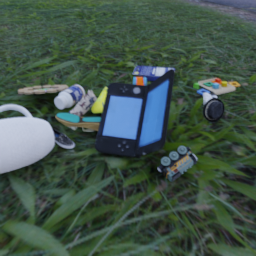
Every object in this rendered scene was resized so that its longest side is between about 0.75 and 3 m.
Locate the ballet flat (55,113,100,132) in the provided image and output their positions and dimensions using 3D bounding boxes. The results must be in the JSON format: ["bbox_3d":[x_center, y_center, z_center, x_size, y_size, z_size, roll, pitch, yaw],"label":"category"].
[{"bbox_3d":[-1.755,-0.132,10.247,1.798,0.567,0.617,7,29,-5],"label":"ballet flat"}]

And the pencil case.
[{"bbox_3d":[-1.752,-0.896,10.993,1.251,0.487,0.559,-47,48,5],"label":"pencil case"}]

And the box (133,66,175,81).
[{"bbox_3d":[1.362,-2.839,14.707,2.110,0.342,1.278,7,34,8],"label":"box"}]

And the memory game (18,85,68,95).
[{"bbox_3d":[-3.816,-1.742,12.602,2.241,0.143,2.241,-3,16,1],"label":"memory game"}]

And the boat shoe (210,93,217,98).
[{"bbox_3d":[3.633,-1.367,12.140,0.303,0.288,0.868,7,-2,3],"label":"boat shoe"}]

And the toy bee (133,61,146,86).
[{"bbox_3d":[0.582,-1.999,12.984,1.214,1.008,1.854,19,65,7],"label":"toy bee"}]

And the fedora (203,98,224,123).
[{"bbox_3d":[3.369,-0.677,10.782,0.964,0.964,0.440,-5,4,-8],"label":"fedora"}]

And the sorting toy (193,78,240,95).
[{"bbox_3d":[4.310,-2.110,13.611,2.444,0.333,1.376,-14,36,-21],"label":"sorting toy"}]

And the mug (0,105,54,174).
[{"bbox_3d":[-3.435,0.196,8.709,1.832,1.543,2.090,-15,71,-38],"label":"mug"}]

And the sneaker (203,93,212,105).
[{"bbox_3d":[3.309,-1.095,11.677,0.392,0.335,0.899,2,59,-31],"label":"sneaker"}]

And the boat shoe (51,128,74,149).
[{"bbox_3d":[-2.335,0.326,9.712,1.128,0.374,0.395,29,43,23],"label":"boat shoe"}]

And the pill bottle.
[{"bbox_3d":[-2.514,-1.298,12.000,0.726,0.726,1.308,17,36,24],"label":"pill bottle"}]

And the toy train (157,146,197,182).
[{"bbox_3d":[1.483,1.065,8.384,1.209,0.515,0.689,-31,63,-16],"label":"toy train"}]

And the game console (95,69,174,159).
[{"bbox_3d":[0.155,-0.518,8.879,2.317,1.533,2.634,7,68,9],"label":"game console"}]

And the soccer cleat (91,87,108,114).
[{"bbox_3d":[-1.038,-1.232,11.757,0.646,0.836,1.999,6,31,18],"label":"soccer cleat"}]
